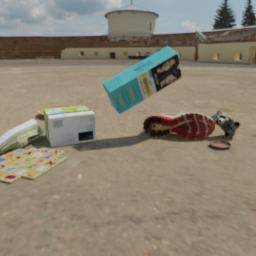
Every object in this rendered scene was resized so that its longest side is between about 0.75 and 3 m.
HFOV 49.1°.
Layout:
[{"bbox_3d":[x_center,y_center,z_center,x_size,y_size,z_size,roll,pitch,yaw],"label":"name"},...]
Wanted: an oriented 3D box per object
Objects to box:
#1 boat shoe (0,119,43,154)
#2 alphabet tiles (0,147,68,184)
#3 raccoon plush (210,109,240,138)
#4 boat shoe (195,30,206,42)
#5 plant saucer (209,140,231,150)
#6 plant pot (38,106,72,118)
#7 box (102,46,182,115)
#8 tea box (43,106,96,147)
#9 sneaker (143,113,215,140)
[{"bbox_3d":[-3.962,0.374,10.222,0.682,0.791,2.198,45,38,-1],"label":"boat shoe"},{"bbox_3d":[-3.283,1.095,8.919,2.094,0.080,2.516,7,18,22],"label":"alphabet tiles"},{"bbox_3d":[3.958,-0.187,11.575,1.046,0.755,1.561,47,6,16],"label":"raccoon plush"},{"bbox_3d":[2.973,-3.848,11.705,0.273,0.235,0.758,32,22,-41],"label":"boat shoe"},{"bbox_3d":[3.403,0.642,10.353,0.775,0.134,0.775,1,16,0],"label":"plant saucer"},{"bbox_3d":[-3.645,-0.809,14.908,2.217,0.305,2.217,0,16,0],"label":"plant pot"},{"bbox_3d":[0.588,-1.782,10.552,2.915,1.199,0.716,-31,46,-8],"label":"box"},{"bbox_3d":[-2.346,-0.129,11.111,1.728,1.154,1.700,-8,17,-23],"label":"tea box"},{"bbox_3d":[2.106,-0.226,11.552,2.858,1.113,1.174,5,16,15],"label":"sneaker"}]
